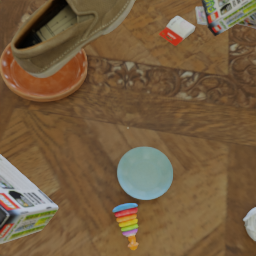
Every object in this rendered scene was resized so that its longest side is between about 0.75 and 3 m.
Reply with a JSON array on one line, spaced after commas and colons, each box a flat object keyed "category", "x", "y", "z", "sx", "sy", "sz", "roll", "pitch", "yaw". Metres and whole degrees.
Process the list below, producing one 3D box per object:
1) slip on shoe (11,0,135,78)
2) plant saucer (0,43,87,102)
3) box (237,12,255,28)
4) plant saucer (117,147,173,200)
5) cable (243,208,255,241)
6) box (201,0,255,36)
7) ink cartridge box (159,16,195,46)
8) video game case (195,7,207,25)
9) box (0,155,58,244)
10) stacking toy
[{"category": "slip on shoe", "x": -0.960, "y": -2.195, "z": 5.244, "sx": 2.966, "sy": 0.899, "sz": 1.128, "roll": -41, "pitch": 78, "yaw": -4}, {"category": "plant saucer", "x": -2.640, "y": -1.970, "z": 8.938, "sx": 2.660, "sy": 0.429, "sz": 2.660, "roll": 4, "pitch": 62, "yaw": -7}, {"category": "box", "x": 3.197, "y": -2.831, "z": 6.276, "sx": 1.517, "sy": 2.756, "sz": 0.478, "roll": 25, "pitch": 100, "yaw": 22}, {"category": "plant saucer", "x": 0.446, "y": 1.217, "z": 7.486, "sx": 1.464, "sy": 0.282, "sz": 1.464, "roll": 0, "pitch": 63, "yaw": 0}, {"category": "cable", "x": 3.362, "y": 2.394, "z": 6.844, "sx": 0.934, "sy": 0.323, "sz": 0.934, "roll": -33, "pitch": 68, "yaw": -18}, {"category": "box", "x": 1.654, "y": -2.348, "z": 4.713, "sx": 0.840, "sy": 0.265, "sz": 1.527, "roll": -26, "pitch": 50, "yaw": 35}, {"category": "ink cartridge box", "x": 1.741, "y": -3.487, "z": 9.994, "sx": 0.830, "sy": 0.291, "sz": 1.021, "roll": 42, "pitch": 65, "yaw": 19}, {"category": "video game case", "x": 2.262, "y": -2.986, "z": 7.533, "sx": 0.857, "sy": 0.077, "sz": 0.614, "roll": 5, "pitch": 61, "yaw": -7}, {"category": "box", "x": -2.490, "y": 0.521, "z": 4.226, "sx": 2.845, "sy": 1.566, "sz": 0.494, "roll": 37, "pitch": 85, "yaw": 14}, {"category": "stacking toy", "x": 0.029, "y": 2.392, "z": 6.778, "sx": 0.619, "sy": 0.585, "sz": 1.066, "roll": -14, "pitch": 74, "yaw": -4}]
